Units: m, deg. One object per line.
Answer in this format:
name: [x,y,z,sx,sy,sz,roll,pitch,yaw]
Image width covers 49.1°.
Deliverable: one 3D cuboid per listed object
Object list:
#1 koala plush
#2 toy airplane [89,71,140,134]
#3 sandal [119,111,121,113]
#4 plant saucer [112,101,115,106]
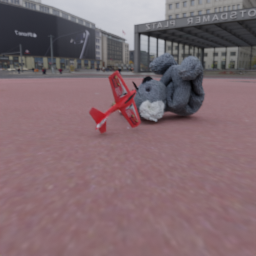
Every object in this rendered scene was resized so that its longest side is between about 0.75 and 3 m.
koala plush: [1.090,-1.029,9.308,2.376,2.183,2.107,-28,28,-19]
toy airplane: [-0.305,-0.517,7.328,1.791,1.791,0.329,-11,20,-41]
sandal: [-0.072,-0.840,10.554,0.567,0.424,1.480,8,16,-12]
plant saucer: [0.463,-1.160,12.552,2.412,0.355,2.412,0,12,0]
